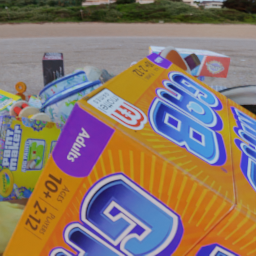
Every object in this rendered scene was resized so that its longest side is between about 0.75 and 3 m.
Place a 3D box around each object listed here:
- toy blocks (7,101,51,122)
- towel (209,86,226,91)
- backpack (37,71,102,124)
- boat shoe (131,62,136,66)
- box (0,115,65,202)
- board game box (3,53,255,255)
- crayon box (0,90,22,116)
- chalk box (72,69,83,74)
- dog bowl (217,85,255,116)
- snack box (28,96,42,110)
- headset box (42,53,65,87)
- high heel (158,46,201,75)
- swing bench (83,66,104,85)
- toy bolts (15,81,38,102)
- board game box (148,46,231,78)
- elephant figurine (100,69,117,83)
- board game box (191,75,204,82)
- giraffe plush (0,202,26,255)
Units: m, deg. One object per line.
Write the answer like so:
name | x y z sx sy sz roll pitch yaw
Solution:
toy blocks | -3.091 -0.012 7.722 1.804 0.655 1.504 26 76 42
towel | 2.462 -0.847 9.938 2.662 1.139 2.204 6 22 14
backpack | -1.602 -0.748 8.092 1.861 1.494 2.034 -30 10 -30
boat shoe | 0.601 -2.247 11.041 1.253 0.463 0.428 27 42 -28
box | -2.198 0.459 5.328 2.146 1.309 2.067 6 -2 31
board game box | 0.427 0.884 3.162 2.304 2.306 2.304 33 28 3
crayon box | -4.548 -0.487 9.202 1.568 0.530 1.817 20 50 38
chalk box | -2.149 -2.371 13.828 0.990 0.995 1.599 1 21 0
dog bowl | 2.001 0.625 4.245 2.721 2.721 1.003 16 26 34
snack box | -3.524 -0.899 10.841 0.618 0.230 0.869 11 28 -14
headset box | -3.326 -2.328 12.631 0.911 1.806 2.430 -4 22 -12
high heel | 0.712 -0.987 5.145 0.895 0.627 1.861 -30 -7 32
swing bench | -1.390 -1.586 10.708 0.742 1.144 1.138 3 47 14
toy bolts | -4.183 -1.391 11.670 1.077 1.029 0.747 20 18 1
board game box | 1.527 -1.903 7.851 1.913 0.504 2.500 5 19 2
elephant figurine | -0.191 -1.586 11.082 1.646 1.805 2.327 -25 21 15
board game box | 1.163 -1.573 9.308 2.317 0.519 1.558 -29 37 -25
giraffe plush | -2.584 1.639 3.208 2.378 2.052 1.928 32 45 -25
